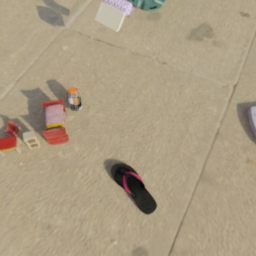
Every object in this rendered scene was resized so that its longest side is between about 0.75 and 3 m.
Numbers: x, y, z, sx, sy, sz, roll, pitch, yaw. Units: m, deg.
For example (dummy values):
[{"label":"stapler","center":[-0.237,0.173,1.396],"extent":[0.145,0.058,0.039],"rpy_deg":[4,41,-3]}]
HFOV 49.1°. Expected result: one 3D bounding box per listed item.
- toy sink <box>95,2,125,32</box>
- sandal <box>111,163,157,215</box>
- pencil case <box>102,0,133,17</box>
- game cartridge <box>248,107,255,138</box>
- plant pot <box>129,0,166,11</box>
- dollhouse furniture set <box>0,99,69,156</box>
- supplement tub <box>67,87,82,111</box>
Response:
[{"label":"toy sink","center":[-0.557,-4.104,10.481],"extent":[1.105,0.720,0.619],"rpy_deg":[33,22,20]},{"label":"sandal","center":[0.215,1.983,9.621],"extent":[0.807,0.484,2.148],"rpy_deg":[-35,66,-18]},{"label":"pencil case","center":[-0.395,-4.811,10.839],"extent":[1.247,0.523,0.533],"rpy_deg":[35,51,16]},{"label":"game cartridge","center":[5.454,-0.033,10.869],"extent":[1.241,0.377,1.861],"rpy_deg":[-5,60,-7]},{"label":"plant pot","center":[1.263,-7.664,13.959],"extent":[2.892,2.892,2.833],"rpy_deg":[16,69,9]},{"label":"dollhouse furniture set","center":[-3.576,-0.030,10.435],"extent":[2.612,1.062,1.405],"rpy_deg":[-12,61,-7]},{"label":"supplement tub","center":[-2.122,-1.134,11.050],"extent":[0.528,0.861,0.528],"rpy_deg":[-1,37,1]}]
